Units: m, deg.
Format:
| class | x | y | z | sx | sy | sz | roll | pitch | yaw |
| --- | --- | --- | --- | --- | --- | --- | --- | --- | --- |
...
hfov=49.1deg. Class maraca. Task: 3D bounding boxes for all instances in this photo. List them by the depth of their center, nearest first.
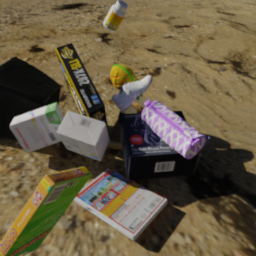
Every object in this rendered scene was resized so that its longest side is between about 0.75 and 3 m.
| class | x | y | z | sx | sy | sz | roll | pitch | yaw |
| --- | --- | --- | --- | --- | --- | --- | --- | --- | --- |
| maraca | -0.053 | -1.592 | 9.782 | 0.783 | 1.003 | 1.463 | -42 | 91 | -23 |

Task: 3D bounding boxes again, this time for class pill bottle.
| class | x | y | z | sx | sy | sz | roll | pitch | yaw |
| --- | --- | --- | --- | --- | --- | --- | --- | --- | --- |
| pill bottle | -0.325 | -3.021 | 7.539 | 0.427 | 0.757 | 0.427 | 20 | 46 | -22 |

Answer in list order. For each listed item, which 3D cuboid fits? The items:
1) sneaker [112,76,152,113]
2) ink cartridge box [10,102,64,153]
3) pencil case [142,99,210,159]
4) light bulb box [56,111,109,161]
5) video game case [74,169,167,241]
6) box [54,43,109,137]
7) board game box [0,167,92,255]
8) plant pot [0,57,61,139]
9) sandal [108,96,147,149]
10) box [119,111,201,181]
| class | x | y | z | sx | sy | sz | roll | pitch | yaw |
| --- | --- | --- | --- | --- | --- | --- | --- | --- | --- |
| sneaker | 0.154 | -1.228 | 8.913 | 0.652 | 0.572 | 1.627 | 46 | 67 | -3 |
| ink cartridge box | -2.697 | -0.002 | 8.706 | 1.478 | 1.070 | 0.621 | -19 | 30 | 3 |
| pencil case | 1.230 | 0.024 | 7.790 | 0.831 | 0.846 | 1.980 | -48 | 57 | -2 |
| light bulb box | -1.245 | 0.263 | 8.068 | 1.194 | 1.205 | 0.752 | 19 | 66 | 10 |
| video game case | -0.219 | 1.908 | 7.405 | 2.049 | 0.179 | 1.465 | 23 | 39 | 32 |
| box | -1.476 | -1.086 | 9.172 | 0.657 | 2.127 | 2.663 | -23 | 66 | -13 |
| board game box | -1.589 | 1.640 | 5.105 | 0.329 | 2.197 | 1.050 | 40 | 18 | 21 |
| plant pot | -3.747 | -0.900 | 10.192 | 2.050 | 2.305 | 2.311 | 17 | 34 | 0 |
| sandal | 0.042 | -0.405 | 10.340 | 1.159 | 0.779 | 2.886 | 13 | 45 | 22 |
| box | 0.868 | 0.493 | 8.720 | 2.088 | 1.087 | 1.901 | -4 | 41 | -9 |
